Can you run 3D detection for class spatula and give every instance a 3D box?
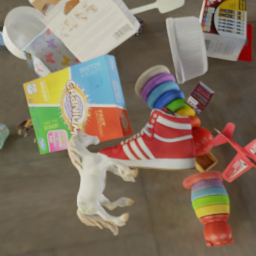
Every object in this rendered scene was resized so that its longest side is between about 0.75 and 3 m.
[{"bbox_3d":[0.500,-4.871,9.841,2.689,1.870,0.216,-6,28,25],"label":"spatula"}]

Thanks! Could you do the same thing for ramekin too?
[{"bbox_3d":[2.047,-2.750,9.711,1.064,2.284,2.284,-11,56,12],"label":"ramekin"},{"bbox_3d":[-3.816,-3.533,10.721,1.881,0.917,1.881,6,79,-35],"label":"ramekin"}]

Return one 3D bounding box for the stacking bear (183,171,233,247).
[{"bbox_3d":[2.230,2.180,7.474,1.106,1.036,1.822,-5,62,-3],"label":"stacking bear"}]

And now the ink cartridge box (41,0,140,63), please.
[{"bbox_3d":[-0.978,-2.722,7.256,1.960,1.727,0.438,-25,32,35],"label":"ink cartridge box"}]

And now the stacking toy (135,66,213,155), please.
[{"bbox_3d":[1.443,-0.469,8.257,1.243,1.243,2.912,-27,65,-17],"label":"stacking toy"}]

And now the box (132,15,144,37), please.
[{"bbox_3d":[0.172,-4.424,12.019,0.515,0.594,0.898,-37,63,-26],"label":"box"}]

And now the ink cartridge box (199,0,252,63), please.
[{"bbox_3d":[4.090,-4.101,11.488,2.347,1.121,2.674,12,57,7],"label":"ink cartridge box"}]

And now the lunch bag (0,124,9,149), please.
[{"bbox_3d":[-4.354,0.328,9.006,0.797,0.383,0.994,10,57,4],"label":"lunch bag"}]

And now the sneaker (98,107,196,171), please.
[{"bbox_3d":[0.412,0.279,7.772,2.928,1.043,1.646,-1,91,28],"label":"sneaker"}]

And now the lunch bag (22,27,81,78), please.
[{"bbox_3d":[-2.522,-2.436,9.793,1.195,1.879,1.593,-1,47,48],"label":"lunch bag"}]

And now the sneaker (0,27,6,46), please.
[{"bbox_3d":[-5.734,-3.828,11.557,2.577,0.976,0.993,28,80,19],"label":"sneaker"}]

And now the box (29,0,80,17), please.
[{"bbox_3d":[-2.324,-4.423,9.757,1.476,1.939,1.031,-39,59,11],"label":"box"}]

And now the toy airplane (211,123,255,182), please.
[{"bbox_3d":[2.801,0.563,7.077,1.634,1.634,0.300,23,15,14],"label":"toy airplane"}]

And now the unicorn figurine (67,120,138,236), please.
[{"bbox_3d":[-0.674,1.111,6.389,1.723,0.927,2.509,11,85,14],"label":"unicorn figurine"}]

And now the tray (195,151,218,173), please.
[{"bbox_3d":[2.091,0.766,8.662,0.627,0.235,1.270,-31,68,-25],"label":"tray"}]

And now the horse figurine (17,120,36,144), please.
[{"bbox_3d":[-3.006,0.052,9.099,1.193,0.298,0.791,27,65,-1],"label":"horse figurine"}]

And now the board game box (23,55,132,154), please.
[{"bbox_3d":[-1.494,-0.571,7.937,2.875,0.580,2.200,-13,92,26],"label":"board game box"}]

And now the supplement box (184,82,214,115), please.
[{"bbox_3d":[1.963,-0.836,7.697,0.535,0.300,0.984,40,42,3],"label":"supplement box"}]
